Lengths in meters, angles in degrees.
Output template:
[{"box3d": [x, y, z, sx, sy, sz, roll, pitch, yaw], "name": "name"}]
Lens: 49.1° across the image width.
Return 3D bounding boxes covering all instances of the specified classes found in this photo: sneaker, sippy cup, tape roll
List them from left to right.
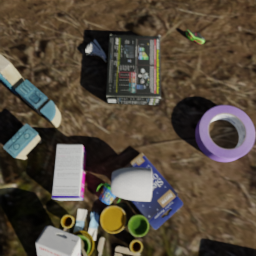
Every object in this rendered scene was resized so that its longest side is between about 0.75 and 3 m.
[{"box3d": [-1.352, -3.078, 11.721, 0.708, 0.464, 1.230, -34, 68, -1], "name": "sneaker"}, {"box3d": [-0.705, 2.366, 9.901, 0.801, 0.629, 0.587, 27, 85, 31], "name": "sippy cup"}, {"box3d": [2.871, -3.933, 12.025, 0.907, 0.348, 0.380, 34, 65, 1], "name": "sneaker"}, {"box3d": [3.605, 0.219, 10.505, 2.044, 0.671, 2.044, 0, 72, 0], "name": "tape roll"}]

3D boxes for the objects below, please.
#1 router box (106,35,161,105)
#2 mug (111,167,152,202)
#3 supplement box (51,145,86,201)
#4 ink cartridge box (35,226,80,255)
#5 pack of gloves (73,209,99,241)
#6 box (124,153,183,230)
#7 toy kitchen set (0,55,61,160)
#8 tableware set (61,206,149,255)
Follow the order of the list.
[{"box3d": [0.235, -2.320, 11.194, 2.083, 0.864, 2.780, 2, 73, 1], "name": "router box"}, {"box3d": [0.092, 1.766, 9.291, 1.282, 1.462, 1.080, 4, 105, -1], "name": "mug"}, {"box3d": [-2.062, 1.592, 9.928, 0.961, 0.941, 1.860, 0, 72, 0], "name": "supplement box"}, {"box3d": [-2.148, 3.981, 8.722, 1.187, 1.642, 0.695, 14, 33, 12], "name": "ink cartridge box"}, {"box3d": [-1.465, 3.372, 9.764, 0.808, 0.190, 0.962, 8, 73, 2], "name": "pack of gloves"}, {"box3d": [0.720, 2.242, 10.028, 1.442, 0.386, 2.380, -39, 78, -11], "name": "box"}, {"box3d": [-4.291, -0.713, 10.233, 2.960, 1.744, 2.372, 39, 77, 12], "name": "toy kitchen set"}, {"box3d": [-0.852, 3.601, 9.450, 2.939, 0.451, 1.980, 12, 79, 4], "name": "tableware set"}]
